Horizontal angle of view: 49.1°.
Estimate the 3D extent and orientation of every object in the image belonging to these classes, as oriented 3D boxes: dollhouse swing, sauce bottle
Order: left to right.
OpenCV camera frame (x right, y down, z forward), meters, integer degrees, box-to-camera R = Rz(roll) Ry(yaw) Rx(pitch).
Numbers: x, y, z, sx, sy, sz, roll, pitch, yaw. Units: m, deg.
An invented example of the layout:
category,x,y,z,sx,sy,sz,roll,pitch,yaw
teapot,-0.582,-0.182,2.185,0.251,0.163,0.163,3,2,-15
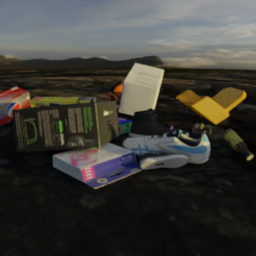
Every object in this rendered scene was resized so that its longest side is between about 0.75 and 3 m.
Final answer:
category,x,y,z,sx,sy,sz,roll,pitch,yaw
dollhouse swing,3.600,-1.409,12.300,1.931,1.868,2.125,34,9,-15
sauce bottle,3.189,0.481,8.134,0.346,0.346,1.071,-6,43,-22

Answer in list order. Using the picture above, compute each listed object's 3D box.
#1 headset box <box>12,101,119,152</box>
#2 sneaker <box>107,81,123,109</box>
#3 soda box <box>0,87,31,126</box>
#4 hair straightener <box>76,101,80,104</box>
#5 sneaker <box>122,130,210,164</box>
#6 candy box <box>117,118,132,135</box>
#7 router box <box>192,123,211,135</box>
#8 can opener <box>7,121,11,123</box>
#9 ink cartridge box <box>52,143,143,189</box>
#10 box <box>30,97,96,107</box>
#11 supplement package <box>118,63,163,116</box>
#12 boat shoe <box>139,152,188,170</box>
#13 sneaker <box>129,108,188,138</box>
category,x,y,z,sx,sy,sz,roll,pitch,yaw
headset box,-1.606,-0.123,8.310,2.572,1.193,2.239,-4,6,11
sneaker,0.149,-1.790,14.931,2.484,1.392,0.964,-4,18,-15
soda box,-4.877,-0.638,10.470,0.778,0.859,2.453,25,41,26
hair straightener,-1.771,-0.372,10.405,0.758,0.403,1.970,-15,47,-15
sneaker,1.037,0.439,7.925,2.471,0.896,0.888,4,16,17
candy box,-0.527,-0.039,10.444,0.972,0.443,1.149,12,21,43
router box,2.798,0.037,10.598,0.639,0.212,0.813,5,16,18
can opener,-5.436,-0.523,11.597,2.645,0.838,1.040,-20,-10,-47
ink cartridge box,-0.742,0.868,7.320,1.773,0.391,1.806,-14,19,-43
box,-3.081,-1.076,13.573,2.982,0.747,1.122,-1,15,-1
supplement package,0.618,-1.660,12.311,1.416,1.471,2.586,14,31,5
boat shoe,0.906,0.796,7.250,1.281,0.439,0.363,-3,46,-10
sneaker,1.050,-0.138,9.678,2.074,1.029,0.733,4,12,12
